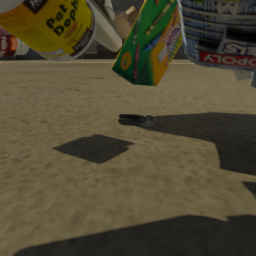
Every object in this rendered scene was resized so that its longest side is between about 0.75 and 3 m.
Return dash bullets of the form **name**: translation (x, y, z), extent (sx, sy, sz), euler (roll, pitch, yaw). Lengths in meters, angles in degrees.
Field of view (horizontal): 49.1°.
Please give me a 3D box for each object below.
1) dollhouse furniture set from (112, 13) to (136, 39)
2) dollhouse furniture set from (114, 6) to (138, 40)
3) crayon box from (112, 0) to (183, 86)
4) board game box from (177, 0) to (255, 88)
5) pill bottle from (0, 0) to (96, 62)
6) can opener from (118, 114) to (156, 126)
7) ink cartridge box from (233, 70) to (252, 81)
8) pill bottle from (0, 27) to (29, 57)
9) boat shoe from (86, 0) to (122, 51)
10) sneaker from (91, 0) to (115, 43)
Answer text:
- **dollhouse furniture set**: translation (-0.003, -2.883, 7.739), extent (0.639, 0.546, 1.233), euler (-31, 16, 13)
- **dollhouse furniture set**: translation (0.275, -3.696, 10.089), extent (1.038, 1.215, 2.345), euler (-38, 46, 1)
- **crayon box**: translation (0.757, -2.234, 6.486), extent (0.733, 2.518, 1.495), euler (35, 19, 17)
- **board game box**: translation (1.973, -1.267, 4.049), extent (2.506, 0.773, 2.504), euler (9, -16, 19)
- **pill bottle**: translation (-1.360, -1.830, 3.842), extent (1.181, 1.181, 2.163), euler (6, -7, 18)
- **can opener**: translation (0.268, -0.218, 8.264), extent (1.102, 0.294, 0.369), euler (4, -15, 17)
- **ink cartridge box**: translation (2.926, -2.586, 5.718), extent (1.820, 2.473, 1.788), euler (-2, 44, 43)
- **pill bottle**: translation (-3.593, -2.407, 7.840), extent (0.815, 0.815, 1.427), euler (13, 19, 36)
- **boat shoe**: translation (-0.933, -3.078, 6.596), extent (0.890, 2.795, 0.988), euler (-50, 32, -11)
- **sneaker**: translation (-1.509, -3.347, 9.074), extent (2.975, 1.053, 1.086), euler (-12, -15, 41)
